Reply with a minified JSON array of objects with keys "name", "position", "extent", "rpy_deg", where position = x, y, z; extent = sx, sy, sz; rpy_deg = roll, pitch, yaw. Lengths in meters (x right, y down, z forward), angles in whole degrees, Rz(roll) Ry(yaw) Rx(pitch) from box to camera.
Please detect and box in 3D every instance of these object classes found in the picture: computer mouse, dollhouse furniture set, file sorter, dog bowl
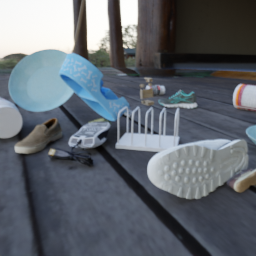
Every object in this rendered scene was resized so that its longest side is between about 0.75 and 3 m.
[{"name":"computer mouse","position":[-1.212,0.452,8.359],"extent":[1.389,0.556,2.534],"rpy_deg":[1,21,20]},{"name":"dollhouse furniture set","position":[0.718,-1.549,12.079],"extent":[0.587,1.132,0.501],"rpy_deg":[-14,20,-28]},{"name":"file sorter","position":[0.656,-0.017,8.833],"extent":[1.847,1.150,1.281],"rpy_deg":[3,15,13]},{"name":"dog bowl","position":[-1.186,-1.272,9.757],"extent":[1.662,0.739,2.981],"rpy_deg":[21,-18,48]}]

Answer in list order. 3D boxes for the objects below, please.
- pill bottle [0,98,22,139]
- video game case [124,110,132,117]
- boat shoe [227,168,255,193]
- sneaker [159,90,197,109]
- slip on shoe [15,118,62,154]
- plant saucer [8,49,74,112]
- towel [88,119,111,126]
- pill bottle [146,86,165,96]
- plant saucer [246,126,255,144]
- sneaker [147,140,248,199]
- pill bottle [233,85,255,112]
[{"name":"pill bottle","position":[-4.617,-0.410,9.906],"extent":[1.307,1.307,2.256],"rpy_deg":[-12,19,-36]},{"name":"video game case","position":[-0.204,-0.811,12.860],"extent":[0.801,0.092,0.729],"rpy_deg":[31,22,-2]},{"name":"boat shoe","position":[2.637,1.092,6.244],"extent":[1.114,0.401,0.361],"rpy_deg":[-18,28,-33]},{"name":"sneaker","position":[2.627,-1.541,14.743],"extent":[2.012,0.918,0.780],"rpy_deg":[3,16,13]},{"name":"slip on shoe","position":[-2.793,0.222,8.875],"extent":[0.812,0.647,2.135],"rpy_deg":[6,17,20]},{"name":"plant saucer","position":[-3.111,-1.740,10.633],"extent":[2.719,2.719,0.523],"rpy_deg":[2,-21,8]},{"name":"towel","position":[-0.985,-0.146,9.837],"extent":[0.609,0.150,0.821],"rpy_deg":[-13,-13,14]},{"name":"pill bottle","position":[1.803,-2.474,18.564],"extent":[1.162,0.673,0.673],"rpy_deg":[-6,17,-19]},{"name":"plant saucer","position":[4.931,0.501,8.049],"extent":[2.929,0.564,2.929],"rpy_deg":[0,16,0]},{"name":"sneaker","position":[1.461,0.813,6.326],"extent":[2.917,1.115,1.174],"rpy_deg":[-2,7,-37]},{"name":"pill bottle","position":[6.415,-1.388,13.556],"extent":[2.278,1.248,1.248],"rpy_deg":[16,22,43]}]
